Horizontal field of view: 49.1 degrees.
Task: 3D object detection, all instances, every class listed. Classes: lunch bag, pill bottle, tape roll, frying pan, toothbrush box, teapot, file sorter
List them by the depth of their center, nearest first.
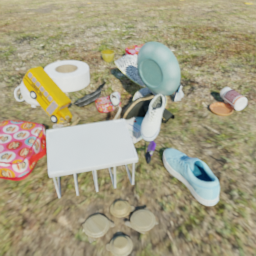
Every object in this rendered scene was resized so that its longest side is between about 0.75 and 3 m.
[{"bbox_3d":[-1.110,0.982,8.511,2.413,1.502,1.674,-8,44,-11],"label":"file sorter"},{"bbox_3d":[-3.766,0.688,9.511,2.077,0.966,2.359,4,35,6],"label":"lunch bag"},{"bbox_3d":[0.323,-0.058,10.765,0.923,0.538,1.261,34,41,26],"label":"toothbrush box"},{"bbox_3d":[4.629,-1.304,12.372,0.648,0.648,1.136,-12,38,-17],"label":"pill bottle"},{"bbox_3d":[-0.936,-1.122,12.581,1.082,0.443,0.953,-13,37,-18],"label":"lunch bag"},{"bbox_3d":[-4.169,-1.478,12.582,1.533,1.135,1.554,13,5,-33],"label":"teapot"},{"bbox_3d":[-1.746,-1.483,12.918,1.419,0.382,2.346,-23,15,12],"label":"frying pan"},{"bbox_3d":[-3.178,-2.720,14.578,2.321,0.812,2.321,1,35,0],"label":"tape roll"},{"bbox_3d":[1.072,-4.284,16.834,2.241,0.918,1.974,-18,43,-23],"label":"lunch bag"}]

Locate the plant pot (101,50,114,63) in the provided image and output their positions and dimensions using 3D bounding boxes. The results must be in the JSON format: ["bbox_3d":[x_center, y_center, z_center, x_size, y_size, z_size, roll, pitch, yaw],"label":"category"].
[{"bbox_3d":[-1.233,-4.358,17.135,0.823,0.584,0.823,0,35,0],"label":"plant pot"}]

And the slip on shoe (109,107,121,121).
[{"bbox_3d":[-0.385,-0.401,9.567,0.253,0.836,0.318,7,43,-26],"label":"slip on shoe"}]

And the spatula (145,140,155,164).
[{"bbox_3d":[0.657,0.810,8.741,0.220,0.604,2.137,23,8,5],"label":"spatula"}]

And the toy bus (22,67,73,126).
[{"bbox_3d":[-3.149,-1.249,11.320,2.416,0.946,0.786,49,33,2],"label":"toy bus"}]

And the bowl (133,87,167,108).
[{"bbox_3d":[0.952,-0.983,11.981,1.439,0.675,1.439,-4,67,9],"label":"bowl"}]

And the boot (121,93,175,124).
[{"bbox_3d":[0.819,-0.519,10.615,1.369,0.767,1.980,44,51,14],"label":"boot"}]

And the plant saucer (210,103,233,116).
[{"bbox_3d":[4.103,-0.799,12.348,1.013,0.190,1.013,0,35,0],"label":"plant saucer"}]

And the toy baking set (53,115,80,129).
[{"bbox_3d":[-2.184,-0.141,9.827,0.800,1.043,0.121,8,47,-47],"label":"toy baking set"}]

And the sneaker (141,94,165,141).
[{"bbox_3d":[0.757,-0.368,8.733,0.595,0.577,1.629,9,58,13],"label":"sneaker"}]

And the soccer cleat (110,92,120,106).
[{"bbox_3d":[-0.566,-1.367,12.102,0.377,0.466,1.079,-25,31,12],"label":"soccer cleat"}]

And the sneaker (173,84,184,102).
[{"bbox_3d":[2.333,-1.583,12.616,0.406,0.937,0.351,1,49,-7],"label":"sneaker"}]

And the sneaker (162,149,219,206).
[{"bbox_3d":[1.973,1.203,8.731,0.920,1.020,2.489,-18,39,-25],"label":"sneaker"}]

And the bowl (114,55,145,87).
[{"bbox_3d":[0.370,-3.039,14.004,1.993,0.935,1.993,35,20,-15],"label":"bowl"}]

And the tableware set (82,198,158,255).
[{"bbox_3d":[-0.215,2.578,7.463,1.490,0.207,1.783,27,44,38],"label":"tableware set"}]

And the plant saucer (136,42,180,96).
[{"bbox_3d":[0.923,-1.992,9.910,2.020,2.020,0.389,29,48,35],"label":"plant saucer"}]
